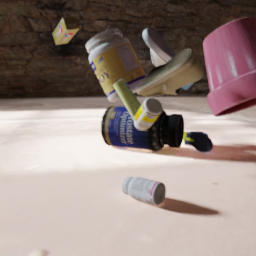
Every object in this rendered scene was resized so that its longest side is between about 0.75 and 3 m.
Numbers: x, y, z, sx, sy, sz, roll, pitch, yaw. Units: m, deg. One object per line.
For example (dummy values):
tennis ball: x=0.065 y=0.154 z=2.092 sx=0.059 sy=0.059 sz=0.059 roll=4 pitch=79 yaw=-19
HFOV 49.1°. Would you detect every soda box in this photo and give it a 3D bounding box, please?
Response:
soda box: x=-1.439 y=-2.200 z=6.388 sx=0.308 sy=0.291 sz=0.910 roll=-20 pitch=4 yaw=-30

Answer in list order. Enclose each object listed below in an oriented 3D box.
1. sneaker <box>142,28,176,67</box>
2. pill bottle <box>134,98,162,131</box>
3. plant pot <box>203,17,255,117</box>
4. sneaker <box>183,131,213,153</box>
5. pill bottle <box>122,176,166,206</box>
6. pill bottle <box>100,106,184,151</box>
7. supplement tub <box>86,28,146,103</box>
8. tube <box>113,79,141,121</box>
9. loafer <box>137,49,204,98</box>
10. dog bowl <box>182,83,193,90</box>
sneaker: x=1.428 y=-3.161 z=12.379 sx=0.981 sy=1.012 sz=2.772 roll=-25 pitch=-48 yaw=35
pill bottle: x=0.466 y=-0.309 z=7.006 sx=0.495 sy=0.495 sz=0.906 roll=-5 pitch=-29 yaw=-26
plant pot: x=3.898 y=-2.078 z=9.584 sx=2.951 sy=2.641 sz=2.951 roll=-18 pitch=-8 yaw=-3
sneaker: x=2.686 y=0.448 z=10.308 sx=0.751 sy=0.675 sz=1.826 roll=0 pitch=10 yaw=-14
pill bottle: x=0.311 y=1.281 z=5.817 sx=0.848 sy=0.480 sz=0.480 roll=7 pitch=12 yaw=38
pill bottle: x=0.534 y=0.021 z=10.139 sx=2.772 sy=1.550 sz=1.550 roll=4 pitch=10 yaw=24
supplement tub: x=-0.484 y=-2.536 z=11.529 sx=1.847 sy=2.540 sz=1.847 roll=-27 pitch=2 yaw=1
tube: x=0.106 y=-0.691 z=8.111 sx=0.437 sy=1.508 sz=0.391 roll=-33 pitch=0 yaw=9
loafer: x=0.814 y=-0.955 z=5.777 sx=0.626 sy=0.694 sz=1.833 roll=40 pitch=-24 yaw=-16
dog bowl: x=1.437 y=-1.518 z=8.372 sx=0.677 sy=0.301 sz=1.214 roll=19 pitch=20 yaw=-36
